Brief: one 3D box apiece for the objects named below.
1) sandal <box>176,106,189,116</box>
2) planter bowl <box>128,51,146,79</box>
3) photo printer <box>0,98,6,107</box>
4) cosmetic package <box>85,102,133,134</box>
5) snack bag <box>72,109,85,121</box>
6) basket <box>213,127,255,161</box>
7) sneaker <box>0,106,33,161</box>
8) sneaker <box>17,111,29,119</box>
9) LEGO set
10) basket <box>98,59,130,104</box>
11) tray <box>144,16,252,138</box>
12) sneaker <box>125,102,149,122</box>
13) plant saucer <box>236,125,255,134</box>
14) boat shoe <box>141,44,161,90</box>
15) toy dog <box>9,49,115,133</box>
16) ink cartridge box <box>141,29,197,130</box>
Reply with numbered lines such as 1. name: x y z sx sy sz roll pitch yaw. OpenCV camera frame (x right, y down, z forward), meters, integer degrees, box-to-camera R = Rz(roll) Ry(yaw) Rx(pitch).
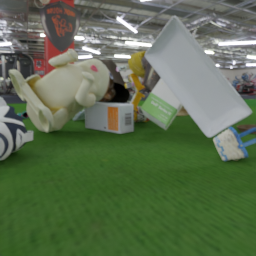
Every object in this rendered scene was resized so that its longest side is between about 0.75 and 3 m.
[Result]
1. sandal: 2.784 -1.072 10.878 2.860 1.049 0.941 -1 -9 -3
2. planter bowl: 0.627 -2.410 10.172 1.180 1.180 0.492 -3 -23 -20
3. photo printer: -6.448 -0.700 10.840 2.370 0.989 2.849 1 9 -1
4. cosmetic package: -0.641 -0.357 9.000 1.724 0.874 0.614 7 12 44
5. snack bag: -1.603 -0.658 11.448 1.058 0.120 1.122 -14 -19 -47
6. basket: 2.162 0.263 5.466 0.887 0.617 0.782 -29 1 16
7. sneaker: -3.178 0.050 5.876 2.563 1.023 1.668 3 8 19
8. sneaker: -4.481 -0.587 12.334 0.460 0.318 0.762 -1 15 30
9. LEGO set: 0.052 -1.313 10.547 0.958 2.083 0.775 -8 7 -25
10. basket: -0.866 -1.872 11.415 1.713 1.292 1.900 2 42 -10
11. tray: 1.194 -0.864 4.975 0.227 2.044 1.097 -33 -7 -36
12. sneaker: 0.019 -0.655 11.349 0.803 0.761 1.956 -8 12 -35
13. plant saucer: 3.981 0.042 8.762 1.109 0.163 1.109 0 9 0
14. boat shoe: 0.854 -2.067 9.192 0.745 2.032 0.757 3 -33 36
15. toy dog: -1.662 -1.053 8.598 2.804 2.718 1.956 -34 65 -24
16. ink cartridge box: 1.502 -1.306 8.139 0.895 2.658 1.557 34 0 9
